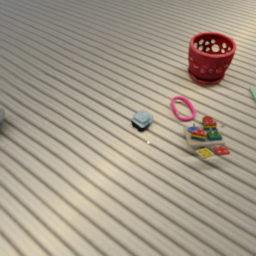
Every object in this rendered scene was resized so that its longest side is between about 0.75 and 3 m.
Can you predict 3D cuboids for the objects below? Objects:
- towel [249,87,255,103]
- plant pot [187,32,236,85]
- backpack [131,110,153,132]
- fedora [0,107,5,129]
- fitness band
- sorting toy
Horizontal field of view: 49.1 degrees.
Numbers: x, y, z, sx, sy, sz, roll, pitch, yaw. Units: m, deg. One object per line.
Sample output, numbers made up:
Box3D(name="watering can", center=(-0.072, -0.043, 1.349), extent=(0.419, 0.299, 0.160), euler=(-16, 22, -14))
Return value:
Box3D(name="towel", center=(6.889, -1.359, 12.996), extent=(2.097, 0.245, 1.600), euler=(-1, 47, 0))
Box3D(name="plant pot", center=(3.917, -3.262, 13.586), extent=(2.138, 1.947, 2.138), euler=(0, 46, 0))
Box3D(name="backpack", center=(0.627, -0.342, 11.786), extent=(0.877, 0.661, 0.779), euler=(-32, 55, -33))
Box3D(name="fedora", center=(-5.999, -0.210, 11.456), extent=(1.977, 0.893, 1.749), euler=(-22, 51, -21))
Box3D(name="fitness band", center=(2.417, -0.870, 12.406), extent=(1.011, 0.264, 1.408), euler=(-7, 52, -16))
Box3D(name="sorting toy", center=(2.923, 0.210, 10.789), extent=(1.332, 0.467, 2.762), euler=(-4, 30, 1))
